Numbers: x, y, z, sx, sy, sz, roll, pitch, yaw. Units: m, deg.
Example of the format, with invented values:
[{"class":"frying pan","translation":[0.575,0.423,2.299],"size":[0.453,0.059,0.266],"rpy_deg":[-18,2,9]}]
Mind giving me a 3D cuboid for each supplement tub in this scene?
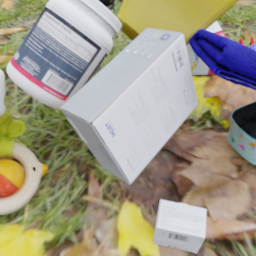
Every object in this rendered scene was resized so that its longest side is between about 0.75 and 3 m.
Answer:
[{"class":"supplement tub","translation":[-1.489,-1.854,6.657],"size":[1.750,1.750,2.494],"rpy_deg":[41,98,32]}]

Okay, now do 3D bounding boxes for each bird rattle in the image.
[{"class":"bird rattle","translation":[-3.348,1.067,6.782],"size":[2.336,1.614,2.866],"rpy_deg":[35,50,-1]}]

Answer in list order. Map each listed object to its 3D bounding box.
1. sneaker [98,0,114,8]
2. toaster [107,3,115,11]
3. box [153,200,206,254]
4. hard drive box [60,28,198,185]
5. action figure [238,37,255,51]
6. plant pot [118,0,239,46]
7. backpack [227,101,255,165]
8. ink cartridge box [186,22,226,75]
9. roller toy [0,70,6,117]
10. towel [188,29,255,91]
[{"class":"sneaker","translation":[-1.579,-4.053,7.861],"size":[1.244,1.076,2.842],"rpy_deg":[-29,55,-32]},{"class":"toaster","translation":[-0.800,-4.226,9.405],"size":[0.495,0.767,0.436],"rpy_deg":[-4,53,31]},{"class":"box","translation":[1.099,2.151,6.085],"size":[0.998,1.004,0.656],"rpy_deg":[10,50,9]},{"class":"hard drive box","translation":[0.212,-0.445,5.706],"size":[0.964,1.957,2.511],"rpy_deg":[25,63,40]},{"class":"action figure","translation":[4.738,-2.588,10.824],"size":[0.751,0.593,2.296],"rpy_deg":[1,52,8]},{"class":"plant pot","translation":[1.034,-3.121,7.630],"size":[2.415,2.415,2.130],"rpy_deg":[39,96,-4]},{"class":"backpack","translation":[3.778,0.127,7.556],"size":[2.060,1.579,1.811],"rpy_deg":[-14,45,-18]},{"class":"ink cartridge box","translation":[2.370,-2.987,10.548],"size":[2.049,1.482,1.489],"rpy_deg":[-2,47,-2]},{"class":"roller toy","translation":[-3.503,-0.716,6.060],"size":[1.529,1.172,1.677],"rpy_deg":[6,14,10]},{"class":"towel","translation":[2.845,-1.214,6.145],"size":[2.925,0.725,2.160],"rpy_deg":[19,22,-13]}]
